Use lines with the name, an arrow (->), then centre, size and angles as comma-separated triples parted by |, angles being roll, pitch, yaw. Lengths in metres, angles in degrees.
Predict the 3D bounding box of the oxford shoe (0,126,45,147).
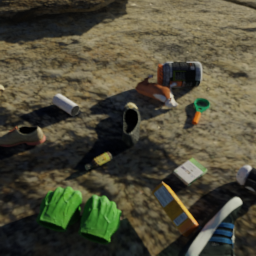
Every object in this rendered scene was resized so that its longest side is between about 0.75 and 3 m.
oxford shoe -> -4.497, 0.221, 11.257 | 2.180, 0.815, 0.768 | -4, 45, -1

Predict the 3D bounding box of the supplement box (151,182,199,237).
supplement box -> 1.401, 2.453, 8.540 | 0.560, 0.542, 1.628 | -40, 50, 5

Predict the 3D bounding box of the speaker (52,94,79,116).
speaker -> -2.855, -1.057, 12.843 | 1.324, 0.538, 0.538 | 30, 51, 28

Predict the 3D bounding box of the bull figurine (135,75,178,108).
bull figurine -> 1.493, -1.771, 13.466 | 2.328, 0.758, 1.414 | 27, 46, 23

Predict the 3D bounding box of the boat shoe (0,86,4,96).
boat shoe -> -6.563, -1.295, 13.035 | 0.617, 0.685, 1.898 | 37, 59, 25

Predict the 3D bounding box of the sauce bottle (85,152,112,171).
sauce bottle -> -1.120, 1.273, 10.522 | 1.045, 0.338, 0.338 | -28, 50, -26

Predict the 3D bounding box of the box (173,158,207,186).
box -> 2.285, 1.604, 10.281 | 1.022, 0.186, 0.737 | -29, 50, -26

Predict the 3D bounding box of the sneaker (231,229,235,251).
sneaker -> 2.996, 3.358, 8.395 | 0.371, 0.323, 0.825 | -5, 37, 23

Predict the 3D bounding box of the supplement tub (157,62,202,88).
supplement tub -> 2.525, -2.659, 14.004 | 2.080, 1.274, 1.274 | 1, 43, -1

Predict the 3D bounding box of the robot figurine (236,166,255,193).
robot figurine -> 4.373, 1.818, 9.644 | 1.231, 0.925, 0.768 | 26, 66, 24

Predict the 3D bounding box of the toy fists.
toy fists -> -1.484, 2.652, 8.696 | 2.551, 0.877, 1.300 | 12, 52, 10

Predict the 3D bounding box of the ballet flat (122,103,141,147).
ballet flat -> 0.151, -0.277, 11.882 | 0.831, 0.710, 2.500 | -1, 43, -1

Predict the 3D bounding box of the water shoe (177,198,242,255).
water shoe -> 2.595, 3.254, 8.129 | 2.846, 1.018, 1.123 | -38, 73, -26

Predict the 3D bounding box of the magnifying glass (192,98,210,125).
magnifying glass -> 3.254, -0.779, 12.825 | 0.736, 0.207, 1.850 | 17, 44, 17
